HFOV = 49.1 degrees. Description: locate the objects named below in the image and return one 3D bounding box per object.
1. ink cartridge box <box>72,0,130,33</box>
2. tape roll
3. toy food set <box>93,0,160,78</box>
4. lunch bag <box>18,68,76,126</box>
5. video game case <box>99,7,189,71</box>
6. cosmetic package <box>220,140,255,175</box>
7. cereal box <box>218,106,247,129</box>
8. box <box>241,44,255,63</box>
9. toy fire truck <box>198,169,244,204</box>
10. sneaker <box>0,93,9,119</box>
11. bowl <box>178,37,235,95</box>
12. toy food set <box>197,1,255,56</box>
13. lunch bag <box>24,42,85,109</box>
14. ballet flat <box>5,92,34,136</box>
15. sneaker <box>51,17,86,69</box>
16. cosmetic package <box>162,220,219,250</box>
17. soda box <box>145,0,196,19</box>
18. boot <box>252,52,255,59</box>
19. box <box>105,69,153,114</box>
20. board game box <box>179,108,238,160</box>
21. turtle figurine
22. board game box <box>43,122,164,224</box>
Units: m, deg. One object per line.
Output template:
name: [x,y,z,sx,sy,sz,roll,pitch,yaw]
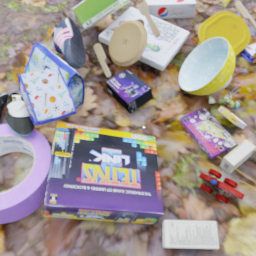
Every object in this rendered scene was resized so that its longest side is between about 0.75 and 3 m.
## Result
ink cartridge box: [-1.175,-4.573,10.601,1.916,0.982,2.593,-23,22,26]
tape roll: [-3.242,1.134,7.385,2.559,0.839,2.559,0,52,0]
toy food set: [0.013,-2.865,9.457,2.432,0.488,1.679,-33,67,28]
lunch bag: [-2.074,-0.747,7.190,1.115,0.812,1.311,-21,70,-26]
video game case: [0.662,-3.508,10.741,2.720,0.322,2.476,28,56,12]
cosmetic package: [3.068,0.817,7.850,0.972,0.503,0.355,-32,58,-24]
cereal box: [3.164,-0.300,8.500,0.192,0.973,0.700,-53,57,17]
box: [5.071,-2.963,10.913,1.266,0.262,0.753,-17,55,-15]
toy fire truck: [2.292,1.435,6.991,1.073,0.901,0.602,30,82,14]
sneaker: [-4.274,-0.459,8.905,0.705,0.610,1.611,45,45,-9]
bowl: [2.737,-1.803,9.130,1.068,1.984,1.984,30,47,-28]
toy food set: [3.748,-3.542,11.043,2.974,0.971,1.750,-38,85,-23]
lunch bag: [-2.207,-1.462,8.567,1.602,1.884,1.201,38,57,12]
ballet flat: [-3.142,-0.497,7.926,0.694,0.699,2.043,-6,28,-30]
sneaker: [-2.040,-2.629,9.238,1.013,0.866,2.469,-28,46,15]
cosmetic package: [1.413,2.487,6.499,1.203,0.525,0.622,3,65,1]
soda box: [1.839,-5.386,12.490,2.204,0.702,0.751,-2,53,-2]
boot: [5.189,-2.643,10.506,0.979,0.760,0.375,-35,16,-8]
box: [0.027,-1.236,9.228,0.954,0.533,1.351,-33,54,-15]
board game box: [2.430,0.126,8.566,0.972,0.262,1.620,-26,57,-14]
turtle figurine: [3.122,-1.022,9.055,0.952,0.981,0.706,4,44,19]
board game box: [-0.579,1.105,6.978,2.703,0.766,2.234,9,50,-16]
